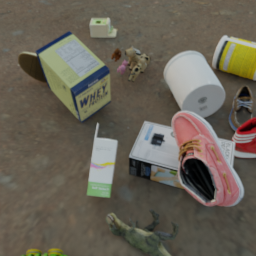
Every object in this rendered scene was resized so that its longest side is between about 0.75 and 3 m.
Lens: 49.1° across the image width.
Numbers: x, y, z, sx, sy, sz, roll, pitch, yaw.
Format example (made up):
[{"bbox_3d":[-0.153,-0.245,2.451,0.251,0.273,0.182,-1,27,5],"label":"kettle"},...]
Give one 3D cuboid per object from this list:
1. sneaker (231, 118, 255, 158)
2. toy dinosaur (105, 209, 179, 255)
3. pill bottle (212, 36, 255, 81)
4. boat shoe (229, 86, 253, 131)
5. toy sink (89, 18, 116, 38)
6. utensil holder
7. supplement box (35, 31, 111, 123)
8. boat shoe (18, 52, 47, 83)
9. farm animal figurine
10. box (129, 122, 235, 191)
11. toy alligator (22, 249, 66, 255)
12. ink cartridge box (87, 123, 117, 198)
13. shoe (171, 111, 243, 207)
[{"bbox_3d":[4.236,0.351,8.459,2.116,1.222,0.829,-3,44,-3],"label":"sneaker"},{"bbox_3d":[0.612,2.586,6.652,2.370,0.562,1.044,28,66,25],"label":"toy dinosaur"},{"bbox_3d":[4.953,-2.814,11.610,2.513,1.436,1.436,24,49,24],"label":"pill bottle"},{"bbox_3d":[3.973,-0.711,9.794,0.778,0.779,2.153,5,41,14],"label":"boat shoe"},{"bbox_3d":[-1.291,-5.242,14.623,1.303,0.730,0.849,2,44,2],"label":"toy sink"},{"bbox_3d":[2.364,-1.551,10.129,1.678,1.678,1.975,-7,45,-8],"label":"utensil holder"},{"bbox_3d":[-1.758,-1.648,9.444,1.365,2.034,2.032,-38,72,-18],"label":"supplement box"},{"bbox_3d":[-2.947,-2.398,11.367,2.926,1.056,0.951,17,36,0],"label":"boat shoe"},{"bbox_3d":[0.268,-2.797,11.590,1.791,0.944,1.811,-11,54,-43],"label":"farm animal figurine"},{"bbox_3d":[1.566,0.887,8.182,2.776,0.835,1.619,15,46,14],"label":"box"},{"bbox_3d":[-1.583,2.999,6.134,2.340,0.635,0.694,-1,44,-1],"label":"toy alligator"},{"bbox_3d":[-0.653,0.814,7.370,0.604,1.051,1.795,8,88,-5],"label":"ink cartridge box"},{"bbox_3d":[1.653,0.605,6.809,1.270,0.998,2.793,14,42,-47],"label":"shoe"}]
